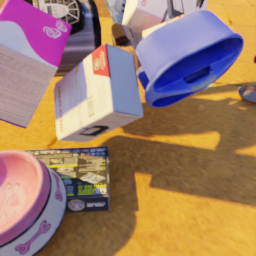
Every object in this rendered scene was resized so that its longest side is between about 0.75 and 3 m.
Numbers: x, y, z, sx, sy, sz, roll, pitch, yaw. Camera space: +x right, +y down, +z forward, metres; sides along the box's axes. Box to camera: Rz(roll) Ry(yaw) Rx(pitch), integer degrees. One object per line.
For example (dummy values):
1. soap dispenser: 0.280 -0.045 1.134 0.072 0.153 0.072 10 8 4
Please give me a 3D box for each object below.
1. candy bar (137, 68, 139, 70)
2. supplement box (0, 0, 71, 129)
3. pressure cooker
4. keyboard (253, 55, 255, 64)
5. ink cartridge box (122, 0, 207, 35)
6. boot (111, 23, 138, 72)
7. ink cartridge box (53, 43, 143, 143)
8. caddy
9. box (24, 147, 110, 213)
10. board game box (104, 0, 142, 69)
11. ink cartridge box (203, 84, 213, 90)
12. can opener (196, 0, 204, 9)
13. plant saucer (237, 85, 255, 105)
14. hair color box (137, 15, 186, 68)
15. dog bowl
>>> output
1. candy bar: 0.752 -2.512 10.256 0.183 0.411 1.648 35 75 14
2. supplement box: -2.703 -1.416 6.912 1.515 2.932 1.484 22 55 -20
3. pressure cooker: -2.403 -2.822 8.978 2.866 2.560 2.521 -7 26 -14
4. keyboard: 4.211 -2.238 7.575 2.607 1.357 0.517 -2 46 -46
5. ink cartridge box: 1.333 -4.094 9.847 2.690 1.133 1.945 15 68 -19
6. boot: -0.037 -2.029 8.418 0.795 2.264 1.655 -8 -2 10
7. ink cartridge box: -0.785 -0.675 6.464 0.876 1.542 2.117 7 -22 -42
8. caddy: 1.367 -1.416 6.359 2.551 1.804 1.339 -26 65 -9
9. box: -1.721 1.331 7.467 2.445 0.541 1.959 -3 35 -4
10. board game box: 0.896 -4.178 11.026 2.757 2.770 0.601 -28 19 -9
11. ink cartridge box: 3.223 -2.157 12.831 0.859 0.283 1.181 -28 41 -35
12. can opener: 1.852 -3.349 6.886 0.251 0.791 0.311 4 15 -19
13. plant saucer: 5.360 -1.318 11.603 1.625 0.261 1.625 1 34 0
14. hair color box: 1.166 -2.456 8.475 0.718 1.245 2.246 8 2 -26
15. dog bowl: -2.763 1.610 6.141 2.647 0.976 2.647 -6 46 6
